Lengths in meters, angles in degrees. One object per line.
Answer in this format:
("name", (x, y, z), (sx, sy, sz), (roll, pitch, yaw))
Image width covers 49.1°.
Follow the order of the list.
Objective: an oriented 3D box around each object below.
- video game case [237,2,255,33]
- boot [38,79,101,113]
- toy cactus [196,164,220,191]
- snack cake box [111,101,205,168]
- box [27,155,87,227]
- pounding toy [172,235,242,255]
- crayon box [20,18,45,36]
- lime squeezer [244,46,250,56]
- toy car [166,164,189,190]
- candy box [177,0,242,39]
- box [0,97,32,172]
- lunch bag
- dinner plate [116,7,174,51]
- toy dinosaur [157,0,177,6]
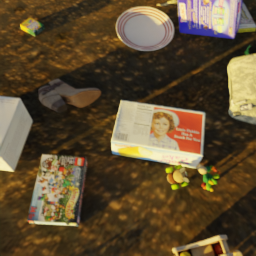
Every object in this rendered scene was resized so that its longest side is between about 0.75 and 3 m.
("video game case", (4.603, -4.947, 12.514), (1.693, 0.239, 1.874), (-5, 59, -3))
("boot", (-2.190, -1.298, 10.085), (1.996, 0.701, 1.459), (-23, 49, -27))
("toy cactus", (2.342, 1.400, 8.408), (0.817, 0.506, 0.990), (44, 50, -11))
("snack cake box", (0.964, 0.179, 8.982), (2.762, 0.928, 1.589), (9, 58, 5))
("box", (-2.037, 1.810, 8.310), (1.387, 0.383, 2.031), (2, 59, 1))
("pounding toy", (2.100, 3.346, 6.989), (1.815, 1.038, 1.041), (-10, 58, -6))
("crayon box", (-4.216, -4.421, 12.185), (0.979, 0.253, 0.616), (30, 63, 18))
("lime squeezer", (4.912, -3.067, 11.411), (0.333, 0.178, 0.942), (4, 58, 3))
("toy car", (1.551, 1.398, 8.216), (0.617, 0.782, 0.643), (-15, 78, -19))
("candy box", (3.201, -4.725, 11.100), (2.330, 1.970, 0.898), (17, 57, 26))
("box", (-4.402, 0.126, 8.787), (1.990, 1.308, 2.001), (7, 59, 4))
("lunch bag", (4.385, -1.283, 9.477), (1.973, 1.639, 2.352), (6, 60, 6))
("dinner plate", (0.709, -4.175, 11.918), (2.452, 0.297, 2.452), (1, 63, -2))
("toy dinosaur", (2.039, -5.700, 12.402), (1.819, 0.802, 0.432), (-4, 93, 23))
